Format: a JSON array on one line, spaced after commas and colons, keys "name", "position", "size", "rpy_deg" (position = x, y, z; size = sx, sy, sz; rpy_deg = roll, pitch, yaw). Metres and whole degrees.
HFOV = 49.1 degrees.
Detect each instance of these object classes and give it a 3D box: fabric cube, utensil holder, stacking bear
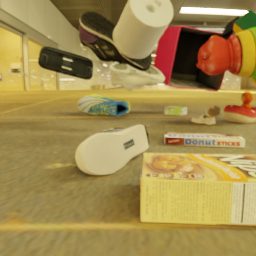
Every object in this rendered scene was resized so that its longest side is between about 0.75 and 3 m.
[{"name": "fabric cube", "position": [2.945, -3.375, 13.597], "size": [2.667, 2.617, 2.659], "rpy_deg": [5, 17, -14]}, {"name": "utensil holder", "position": [0.354, -2.689, 7.314], "size": [1.224, 1.224, 1.440], "rpy_deg": [-3, -14, -18]}, {"name": "stacking bear", "position": [3.386, -2.174, 8.078], "size": [2.718, 1.546, 1.650], "rpy_deg": [-6, -3, 5]}]

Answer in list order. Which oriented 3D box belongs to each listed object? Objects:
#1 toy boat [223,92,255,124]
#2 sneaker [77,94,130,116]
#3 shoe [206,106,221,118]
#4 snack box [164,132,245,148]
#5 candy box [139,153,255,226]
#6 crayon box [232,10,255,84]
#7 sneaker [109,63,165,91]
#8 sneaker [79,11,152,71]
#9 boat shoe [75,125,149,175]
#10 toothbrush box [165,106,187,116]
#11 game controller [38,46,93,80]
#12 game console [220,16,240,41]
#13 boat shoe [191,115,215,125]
[{"name": "toy boat", "position": [5.110, -0.911, 12.191], "size": [2.010, 1.314, 1.312], "rpy_deg": [-6, 12, -31]}, {"name": "sneaker", "position": [-1.194, -1.144, 14.315], "size": [2.782, 1.054, 1.461], "rpy_deg": [-1, 10, -10]}, {"name": "shoe", "position": [4.174, -0.692, 13.746], "size": [0.599, 0.457, 1.713], "rpy_deg": [38, 28, 16]}, {"name": "snack box", "position": [2.150, 0.339, 8.121], "size": [2.175, 0.264, 0.782], "rpy_deg": [2, 10, 9]}, {"name": "candy box", "position": [1.378, 0.837, 4.123], "size": [2.383, 0.659, 1.376], "rpy_deg": [0, 9, 4]}, {"name": "crayon box", "position": [4.846, -2.630, 10.272], "size": [0.777, 2.299, 2.665], "rpy_deg": [-40, -20, 4]}, {"name": "sneaker", "position": [0.370, -2.191, 12.610], "size": [2.477, 1.231, 0.965], "rpy_deg": [9, 43, 1]}, {"name": "sneaker", "position": [-0.463, -2.759, 9.765], "size": [2.864, 1.254, 1.085], "rpy_deg": [37, 57, 6]}, {"name": "boat shoe", "position": [-0.532, 0.494, 6.196], "size": [1.077, 0.867, 2.323], "rpy_deg": [-12, 1, 36]}, {"name": "toothbrush box", "position": [2.522, -0.909, 14.812], "size": [0.964, 0.415, 0.702], "rpy_deg": [6, 11, 39]}, {"name": "game controller", "position": [-2.380, -2.501, 10.874], "size": [2.122, 1.107, 0.447], "rpy_deg": [12, -28, -20]}, {"name": "game console", "position": [3.889, -3.519, 11.357], "size": [0.230, 1.907, 1.125], "rpy_deg": [27, 2, -6]}, {"name": "boat shoe", "position": [3.186, -0.375, 11.848], "size": [1.110, 0.385, 0.393], "rpy_deg": [9, 14, 43]}]
